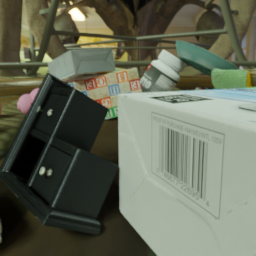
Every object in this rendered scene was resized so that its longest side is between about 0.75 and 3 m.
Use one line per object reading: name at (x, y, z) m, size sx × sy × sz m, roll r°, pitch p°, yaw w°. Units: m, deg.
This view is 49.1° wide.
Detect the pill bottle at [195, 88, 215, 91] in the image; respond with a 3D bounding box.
pill bottle at (3.824, -1.161, 11.872) m, size 1.945 × 1.077 × 1.077 m, roll 1°, pitch 13°, yaw 0°

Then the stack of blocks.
stack of blocks at (-0.897, -1.193, 10.802) m, size 2.840 × 1.635 × 0.832 m, roll -13°, pitch 12°, yaw -2°

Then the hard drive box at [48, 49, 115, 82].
hard drive box at (-1.864, -2.392, 10.961) m, size 1.766 × 0.870 × 2.265 m, roll -13°, pitch 7°, yaw -35°

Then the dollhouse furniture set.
dollhouse furniture set at (2.548, -0.343, 6.443) m, size 0.964 × 1.920 × 1.258 m, roll -49°, pitch 32°, yaw -21°

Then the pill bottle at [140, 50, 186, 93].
pill bottle at (1.279, -1.954, 11.852) m, size 1.375 × 2.414 × 1.375 m, roll 30°, pitch 16°, yaw -10°

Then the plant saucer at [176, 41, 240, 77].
plant saucer at (2.991, -2.429, 10.711) m, size 2.879 × 0.518 × 2.879 m, roll 27°, pitch 12°, yaw -6°

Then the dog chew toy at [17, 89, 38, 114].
dog chew toy at (-3.442, -1.079, 11.494) m, size 2.102 × 1.309 × 1.309 m, roll -15°, pitch 18°, yaw -25°

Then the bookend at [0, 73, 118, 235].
bookend at (-0.868, 0.241, 4.101) m, size 0.855 × 1.844 × 1.856 m, roll 30°, pitch -8°, yaw -40°

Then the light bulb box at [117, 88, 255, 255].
light bulb box at (1.710, 0.536, 3.241) m, size 2.872 × 1.792 × 2.847 m, roll -6°, pitch 15°, yaw -24°
